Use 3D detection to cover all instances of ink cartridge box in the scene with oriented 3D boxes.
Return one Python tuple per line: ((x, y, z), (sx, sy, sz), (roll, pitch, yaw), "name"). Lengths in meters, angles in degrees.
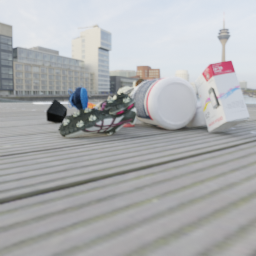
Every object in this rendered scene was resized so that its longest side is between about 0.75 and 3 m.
((3.247, -1.063, 9.901), (0.903, 2.108, 1.556), (-9, -13, -8), "ink cartridge box")

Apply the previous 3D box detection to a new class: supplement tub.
((1.362, -1.073, 12.005), (2.071, 2.071, 2.952), (-2, 7, -19), "supplement tub")

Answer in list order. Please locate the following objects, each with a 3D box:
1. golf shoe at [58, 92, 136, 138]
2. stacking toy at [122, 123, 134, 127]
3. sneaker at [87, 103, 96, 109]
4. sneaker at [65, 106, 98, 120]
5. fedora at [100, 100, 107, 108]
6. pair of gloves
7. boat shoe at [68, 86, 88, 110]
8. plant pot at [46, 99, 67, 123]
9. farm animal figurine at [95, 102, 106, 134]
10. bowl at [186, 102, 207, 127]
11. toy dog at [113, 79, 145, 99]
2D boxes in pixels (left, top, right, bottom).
((-0.939, -0.136, 9.390), (2.708, 1.193, 1.045), (-22, 38, -7), "golf shoe")
((-0.282, -0.345, 12.551), (1.104, 0.515, 1.219), (-1, 7, -12), "stacking toy")
((-1.969, -1.009, 15.481), (0.763, 0.722, 1.979), (-11, 16, -9), "sneaker")
((-1.571, -0.482, 11.081), (1.892, 0.837, 0.701), (5, 14, -35), "sneaker")
((-0.551, -0.712, 11.058), (1.095, 0.494, 0.968), (5, -25, -33), "fedora")
((-0.805, -1.119, 12.728), (2.045, 0.359, 1.739), (-33, -5, -28), "pair of gloves")
((-1.801, -0.906, 9.861), (0.664, 0.814, 1.934), (8, -16, -4), "boat shoe")
((-3.455, -0.721, 13.690), (0.757, 0.854, 0.852), (23, -36, 2), "plant pot")
((-0.950, -0.398, 10.271), (1.031, 1.019, 0.537), (-19, 14, -26), "farm animal figurine")
((3.363, -0.795, 11.747), (1.955, 0.730, 1.952), (-31, 7, -17), "bowl")
((0.413, -1.844, 16.107), (2.717, 1.955, 2.802), (-11, -6, -39), "toy dog")
